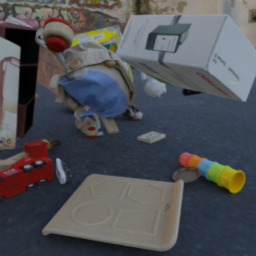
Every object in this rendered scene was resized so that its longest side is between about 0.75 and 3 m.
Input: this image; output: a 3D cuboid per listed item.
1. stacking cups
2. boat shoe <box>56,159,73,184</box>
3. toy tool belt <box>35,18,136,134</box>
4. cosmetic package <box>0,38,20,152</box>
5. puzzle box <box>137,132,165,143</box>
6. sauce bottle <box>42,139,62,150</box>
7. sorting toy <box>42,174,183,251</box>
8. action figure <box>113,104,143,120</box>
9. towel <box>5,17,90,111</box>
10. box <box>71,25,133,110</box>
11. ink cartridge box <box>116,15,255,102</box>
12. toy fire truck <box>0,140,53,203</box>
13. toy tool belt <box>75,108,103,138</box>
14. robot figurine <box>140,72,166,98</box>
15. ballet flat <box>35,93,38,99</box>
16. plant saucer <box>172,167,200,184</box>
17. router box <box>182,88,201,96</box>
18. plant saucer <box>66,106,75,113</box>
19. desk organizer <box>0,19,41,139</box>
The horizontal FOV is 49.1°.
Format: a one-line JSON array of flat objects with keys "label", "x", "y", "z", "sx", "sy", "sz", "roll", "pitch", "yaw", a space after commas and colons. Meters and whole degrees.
[{"label": "stacking cups", "x": 2.483, "y": 1.233, "z": 8.627, "sx": 0.670, "sy": 0.670, "sz": 2.215, "roll": -9, "pitch": 18, "yaw": -27}, {"label": "boat shoe", "x": -1.988, "y": 1.328, "z": 8.737, "sx": 0.420, "sy": 0.443, "sz": 1.266, "roll": 0, "pitch": 17, "yaw": -23}, {"label": "toy tool belt", "x": -1.046, "y": -1.140, "z": 7.121, "sx": 1.868, "sy": 1.839, "sz": 2.992, "roll": -12, "pitch": -29, "yaw": 31}, {"label": "cosmetic package", "x": -3.113, "y": -0.686, "z": 5.962, "sx": 1.226, "sy": 2.372, "sz": 1.035, "roll": -11, "pitch": -17, "yaw": 33}, {"label": "puzzle box", "x": 1.024, "y": 0.407, "z": 12.336, "sx": 0.733, "sy": 0.140, "sz": 1.102, "roll": 13, "pitch": 21, "yaw": 40}, {"label": "sauce bottle", "x": -3.263, "y": 0.657, "z": 10.993, "sx": 1.280, "sy": 0.414, "sz": 0.414, "roll": -12, "pitch": 20, "yaw": -30}, {"label": "sorting toy", "x": -0.175, "y": 1.924, "z": 6.717, "sx": 2.850, "sy": 0.520, "sz": 2.638, "roll": 0, "pitch": 16, "yaw": 14}, {"label": "action figure", "x": -0.052, "y": -0.807, "z": 15.719, "sx": 1.836, "sy": 0.993, "sz": 1.898, "roll": 12, "pitch": -6, "yaw": 15}, {"label": "towel", "x": -2.631, "y": -2.013, "z": 9.227, "sx": 2.888, "sy": 2.759, "sz": 0.466, "roll": 32, "pitch": 66, "yaw": 28}, {"label": "box", "x": -1.472, "y": -2.554, "z": 12.250, "sx": 2.871, "sy": 2.765, "sz": 1.751, "roll": -9, "pitch": 40, "yaw": 10}, {"label": "ink cartridge box", "x": 1.500, "y": -1.811, "z": 7.197, "sx": 2.169, "sy": 1.249, "sz": 2.972, "roll": 20, "pitch": 3, "yaw": -45}, {"label": "toy fire truck", "x": -3.404, "y": 1.226, "z": 8.563, "sx": 2.030, "sy": 0.702, "sz": 2.878, "roll": 13, "pitch": 22, "yaw": 39}, {"label": "toy tool belt", "x": -1.815, "y": -0.442, "z": 13.157, "sx": 1.318, "sy": 1.297, "sz": 2.110, "roll": -4, "pitch": 17, "yaw": -12}, {"label": "robot figurine", "x": 1.041, "y": -1.922, "z": 11.715, "sx": 1.355, "sy": 0.902, "sz": 1.598, "roll": 23, "pitch": 40, "yaw": -29}, {"label": "ballet flat", "x": -4.994, "y": -1.846, "z": 13.443, "sx": 1.508, "sy": 0.492, "sz": 0.532, "roll": 20, "pitch": 35, "yaw": -28}, {"label": "plant saucer", "x": 1.771, "y": 1.454, "z": 8.494, "sx": 0.836, "sy": 0.134, "sz": 0.836, "roll": -15, "pitch": 21, "yaw": 6}, {"label": "router box", "x": 2.220, "y": -1.497, "z": 9.374, "sx": 0.649, "sy": 0.870, "sz": 0.222, "roll": -9, "pitch": 46, "yaw": -18}, {"label": "plant saucer", "x": -2.540, "y": -1.377, "z": 17.728, "sx": 2.884, "sy": 0.527, "sz": 2.884, "roll": -1, "pitch": 17, "yaw": 0}, {"label": "desk organizer", "x": -3.196, "y": -1.287, "z": 7.649, "sx": 1.148, "sy": 2.983, "sz": 1.070, "roll": 10, "pitch": 22, "yaw": -7}]
